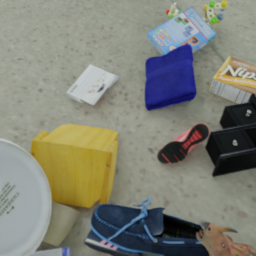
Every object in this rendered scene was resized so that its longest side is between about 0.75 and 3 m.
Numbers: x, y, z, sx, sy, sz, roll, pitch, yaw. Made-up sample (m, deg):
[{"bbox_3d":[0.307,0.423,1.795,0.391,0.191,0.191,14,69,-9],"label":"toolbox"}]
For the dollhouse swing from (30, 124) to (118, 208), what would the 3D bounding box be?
[{"bbox_3d":[-1.358,0.922,7.795,2.095,1.842,1.904,7,92,5],"label":"dollhouse swing"}]

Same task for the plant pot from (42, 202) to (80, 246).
[{"bbox_3d":[-1.633,2.257,6.505,0.793,0.793,0.847,14,66,12],"label":"plant pot"}]

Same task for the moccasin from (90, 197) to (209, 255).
[{"bbox_3d":[0.639,2.117,6.195,2.897,0.988,1.166,13,30,0],"label":"moccasin"}]

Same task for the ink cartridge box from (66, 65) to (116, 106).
[{"bbox_3d":[-1.210,-1.411,9.532,1.210,0.304,1.394,27,69,23],"label":"ink cartridge box"}]

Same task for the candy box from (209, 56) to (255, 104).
[{"bbox_3d":[4.249,-1.382,9.491,2.543,0.703,1.468,27,55,21],"label":"candy box"}]

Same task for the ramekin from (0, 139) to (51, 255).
[{"bbox_3d":[-2.879,1.543,5.435,1.523,2.901,2.901,-23,43,30],"label":"ramekin"}]

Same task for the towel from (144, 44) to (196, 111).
[{"bbox_3d":[1.431,-1.705,9.596,1.781,0.597,2.412,-16,47,25],"label":"towel"}]

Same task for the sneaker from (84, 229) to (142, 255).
[{"bbox_3d":[-0.279,2.584,6.342,1.342,0.471,0.550,16,50,9],"label":"sneaker"}]

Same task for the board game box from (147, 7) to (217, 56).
[{"bbox_3d":[2.081,-3.594,10.970,2.154,0.394,1.629,-32,73,-9],"label":"board game box"}]

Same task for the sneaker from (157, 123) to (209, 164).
[{"bbox_3d":[1.577,0.510,8.064,1.664,0.722,0.613,-34,85,-1],"label":"sneaker"}]

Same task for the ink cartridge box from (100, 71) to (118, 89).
[{"bbox_3d":[-0.946,-1.716,10.099,0.868,0.206,0.878,27,55,20],"label":"ink cartridge box"}]

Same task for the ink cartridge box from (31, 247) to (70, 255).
[{"bbox_3d":[-1.817,3.044,6.111,1.138,0.239,0.679,-8,51,-3],"label":"ink cartridge box"}]

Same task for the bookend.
[{"bbox_3d":[3.083,0.148,8.071,2.018,0.935,2.031,-9,50,-8],"label":"bookend"}]

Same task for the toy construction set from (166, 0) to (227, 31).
[{"bbox_3d":[2.781,-4.760,11.998,2.603,1.199,1.707,13,75,20],"label":"toy construction set"}]

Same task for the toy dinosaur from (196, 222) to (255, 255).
[{"bbox_3d":[2.257,2.658,5.015,2.407,1.631,1.033,16,29,-15],"label":"toy dinosaur"}]
